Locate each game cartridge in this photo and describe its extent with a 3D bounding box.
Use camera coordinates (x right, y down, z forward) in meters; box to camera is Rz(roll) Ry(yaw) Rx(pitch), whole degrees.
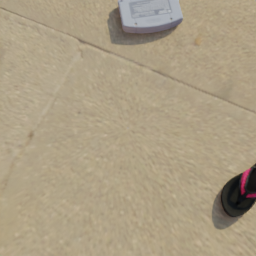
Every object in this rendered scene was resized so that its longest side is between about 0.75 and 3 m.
[{"bbox_3d":[0.683,-3.560,8.692,1.861,0.377,1.241,-9,69,-3],"label":"game cartridge"}]

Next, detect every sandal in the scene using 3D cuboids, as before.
[{"bbox_3d":[3.181,1.349,7.041,2.148,0.484,0.807,-39,76,-11],"label":"sandal"}]
